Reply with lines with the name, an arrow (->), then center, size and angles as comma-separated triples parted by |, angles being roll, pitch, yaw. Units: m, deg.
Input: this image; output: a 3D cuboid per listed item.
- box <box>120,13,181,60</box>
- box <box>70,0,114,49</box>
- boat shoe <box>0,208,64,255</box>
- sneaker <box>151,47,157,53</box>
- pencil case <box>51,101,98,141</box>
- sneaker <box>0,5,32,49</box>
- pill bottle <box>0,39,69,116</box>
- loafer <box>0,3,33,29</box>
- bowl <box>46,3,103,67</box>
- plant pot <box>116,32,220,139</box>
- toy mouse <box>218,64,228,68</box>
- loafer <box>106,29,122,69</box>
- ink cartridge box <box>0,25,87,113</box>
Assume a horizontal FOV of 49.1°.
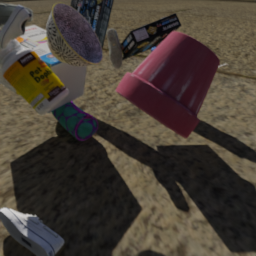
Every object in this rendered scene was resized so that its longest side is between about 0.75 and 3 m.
box -> 0.696, -3.426, 10.792 | 1.865, 0.540, 2.347 | -26, 5, -14
box -> -1.883, -4.729, 12.702 | 2.126, 2.675, 0.615 | 11, -1, 34
boat shoe -> -2.284, 2.386, 6.579 | 1.812, 0.666, 0.592 | 29, 36, 23
sneaker -> 2.022, -3.482, 12.304 | 2.311, 0.950, 0.854 | 18, 20, 39
pencil case -> -2.117, -0.468, 10.698 | 1.014, 1.101, 2.383 | 3, 25, -42
sneaker -> -2.968, -2.539, 7.315 | 0.451, 1.273, 0.465 | 36, 23, -10
pill bottle -> -2.869, -1.498, 8.288 | 1.175, 2.150, 1.175 | -39, 12, 10
loafer -> -3.954, -2.825, 7.532 | 2.732, 0.953, 0.955 | -10, 24, -16
bowl -> -1.769, -2.569, 8.401 | 0.952, 2.028, 2.028 | -27, 20, 28
plant pot -> 1.051, -1.088, 6.655 | 2.118, 1.895, 2.118 | 33, 7, -4
toy mouse -> 2.376, -1.919, 9.310 | 0.455, 2.353, 2.091 | 31, -16, -22
loafer -> -0.488, -3.014, 10.702 | 0.519, 1.484, 0.518 | -6, 11, 8
ink cartridge box -> -3.169, -2.234, 10.254 | 2.680, 1.939, 1.973 | 29, 40, 19
